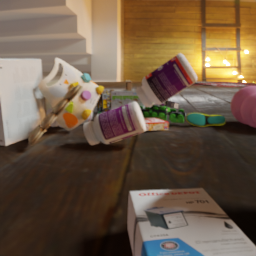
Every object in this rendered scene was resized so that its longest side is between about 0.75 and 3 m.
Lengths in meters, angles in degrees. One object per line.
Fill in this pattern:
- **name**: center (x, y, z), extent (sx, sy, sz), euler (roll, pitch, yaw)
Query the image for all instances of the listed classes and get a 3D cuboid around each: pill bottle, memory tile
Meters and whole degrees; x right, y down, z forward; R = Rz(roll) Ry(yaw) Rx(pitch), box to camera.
- **pill bottle**: center (1.473, -1.806, 11.155), extent (2.309, 1.299, 1.299), euler (-32, 4, 16)
- **memory tile**: center (-2.305, -0.455, 8.703), extent (0.192, 2.287, 1.753), euler (42, -8, -17)
- **pill bottle**: center (-0.418, -0.076, 8.404), extent (1.731, 0.972, 0.972), euler (-19, 10, 9)
- **pill bottle**: center (-2.361, -0.527, 11.282), extent (0.945, 0.945, 1.737), euler (10, 15, 39)

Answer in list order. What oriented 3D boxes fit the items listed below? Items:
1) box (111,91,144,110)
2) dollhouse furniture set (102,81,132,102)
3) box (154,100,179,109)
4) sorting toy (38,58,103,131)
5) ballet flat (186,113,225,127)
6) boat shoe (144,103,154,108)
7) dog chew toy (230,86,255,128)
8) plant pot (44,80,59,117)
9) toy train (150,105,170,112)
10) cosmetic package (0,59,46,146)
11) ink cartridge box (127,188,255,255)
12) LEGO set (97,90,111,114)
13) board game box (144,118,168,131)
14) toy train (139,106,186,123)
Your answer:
- **box**: center (-0.020, -0.989, 12.451), extent (1.470, 1.297, 0.711), euler (-1, 4, -2)
- **dollhouse furniture set**: center (-0.913, -2.441, 18.895), extent (2.240, 1.457, 2.057), euler (-1, 12, -5)
- **box**: center (1.512, -1.507, 15.766), extent (2.252, 0.407, 1.610), euler (17, 8, 31)
- **sorting toy**: center (-2.131, -1.386, 10.057), extent (1.194, 2.235, 2.012), euler (-5, -36, 46)
- **ballet flat**: center (3.130, -0.287, 11.443), extent (1.632, 0.545, 0.547), euler (2, -9, -1)
- **boat shoe**: center (1.091, -1.400, 13.889), extent (0.678, 0.619, 1.883), euler (20, 66, 44)
- **dog chew toy**: center (5.126, -0.727, 11.071), extent (1.627, 1.627, 2.612), euler (0, 19, 0)
- **plant pot**: center (-3.155, -1.227, 12.500), extent (1.568, 1.771, 1.769), euler (-9, 16, -34)
- **toy train**: center (1.526, -1.054, 15.157), extent (0.506, 0.375, 1.795), euler (3, 8, -39)
- **cosmetic package**: center (-3.589, -0.915, 9.068), extent (0.665, 2.576, 1.942), euler (5, 14, 20)
- **ink cartridge box**: center (0.633, 1.342, 3.343), extent (1.133, 0.664, 1.547), euler (-2, 14, -7)
- **LEGO set**: center (-0.710, -1.345, 14.407), extent (1.606, 1.210, 2.089), euler (-6, 14, -27)
- **board game box**: center (0.673, -0.133, 10.746), extent (1.408, 0.326, 1.067), euler (-2, 10, -23)
- **toy train**: center (1.320, -0.532, 11.683), extent (2.141, 0.604, 0.447), euler (5, 51, 13)
